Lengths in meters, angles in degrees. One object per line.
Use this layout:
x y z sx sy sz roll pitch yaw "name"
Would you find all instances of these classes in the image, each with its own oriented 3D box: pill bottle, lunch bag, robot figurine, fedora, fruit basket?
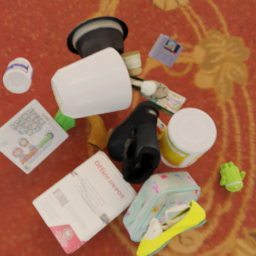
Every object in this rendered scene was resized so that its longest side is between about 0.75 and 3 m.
-3.102 -1.536 7.979 0.697 0.697 1.165 -14 35 -4 "pill bottle"
0.967 2.481 8.624 1.932 2.408 0.928 2 35 -37 "lunch bag"
3.645 1.764 9.901 0.919 0.606 1.048 -9 73 -18 "robot figurine"
1.641 0.464 8.494 1.294 2.330 1.294 2 68 -4 "pill bottle"
-0.944 -2.786 9.596 2.213 2.213 1.011 -17 73 -5 "fedora"
-2.220 -0.473 10.296 0.788 1.092 1.092 40 77 1 "fruit basket"

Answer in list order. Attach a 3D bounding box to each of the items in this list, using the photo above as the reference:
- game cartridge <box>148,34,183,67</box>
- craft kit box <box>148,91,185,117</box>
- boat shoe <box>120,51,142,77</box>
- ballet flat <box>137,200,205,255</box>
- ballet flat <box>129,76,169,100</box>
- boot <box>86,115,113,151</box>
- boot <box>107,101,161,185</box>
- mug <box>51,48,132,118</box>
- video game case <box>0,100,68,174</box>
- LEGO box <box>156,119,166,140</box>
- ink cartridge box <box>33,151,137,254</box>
1.205 -2.385 8.725 0.766 1.181 0.227 -54 55 22 "game cartridge"
1.265 -0.880 9.247 0.994 0.241 0.981 28 43 13 "craft kit box"
-0.110 -1.919 9.496 0.886 2.393 0.794 -16 94 -8 "boat shoe"
0.964 2.443 6.956 1.977 0.660 0.663 -30 95 -1 "ballet flat"
0.423 -1.283 8.659 1.742 0.656 0.591 26 96 40 "ballet flat"
-1.235 0.134 10.316 1.383 0.487 0.990 39 61 -1 "boot"
0.041 0.772 8.504 1.064 2.787 2.342 26 38 -15 "boot"
-1.204 -1.065 8.691 1.986 2.419 1.937 -21 55 -19 "mug"
-3.158 0.311 9.095 1.861 0.220 1.694 -44 122 -13 "video game case"
0.930 -0.017 10.079 0.845 1.134 0.438 46 109 14 "LEGO box"
-1.304 2.332 9.029 2.663 1.129 1.939 -37 73 -11 "ink cartridge box"
